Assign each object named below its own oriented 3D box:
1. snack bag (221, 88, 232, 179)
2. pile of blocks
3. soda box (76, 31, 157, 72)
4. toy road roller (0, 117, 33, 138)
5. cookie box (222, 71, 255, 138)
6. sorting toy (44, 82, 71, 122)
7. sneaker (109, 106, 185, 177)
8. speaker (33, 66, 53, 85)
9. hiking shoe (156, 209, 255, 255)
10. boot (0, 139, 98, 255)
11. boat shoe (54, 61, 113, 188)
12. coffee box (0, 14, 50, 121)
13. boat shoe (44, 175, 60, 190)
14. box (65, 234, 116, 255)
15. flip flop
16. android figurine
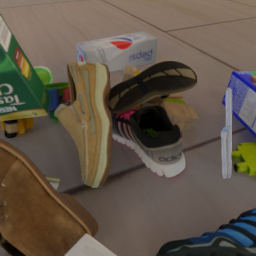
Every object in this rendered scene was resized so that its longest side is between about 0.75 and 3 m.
[{"bbox_3d":[1.773,0.088,5.049,0.161,1.508,1.422,1,-1,20],"label":"snack bag"},{"bbox_3d":[0.687,-0.667,7.394,1.124,0.851,2.737,-8,41,-34],"label":"pile of blocks"},{"bbox_3d":[-0.361,-2.638,9.852,2.766,0.944,0.877,-17,40,-22],"label":"soda box"},{"bbox_3d":[-2.780,-0.224,6.932,0.683,0.575,0.936,-14,43,-33],"label":"toy road roller"},{"bbox_3d":[3.847,-0.356,6.367,2.269,0.997,2.652,0,32,-12],"label":"cookie box"},{"bbox_3d":[-1.634,-0.686,7.453,2.066,0.848,1.241,11,24,41],"label":"sorting toy"},{"bbox_3d":[0.280,-0.115,6.250,0.986,1.169,2.672,-22,42,-26],"label":"sneaker"},{"bbox_3d":[-2.792,-1.343,7.892,0.661,0.661,1.494,15,25,19],"label":"speaker"},{"bbox_3d":[1.722,1.774,4.048,2.718,1.011,1.178,-6,14,3],"label":"hiking shoe"},{"bbox_3d":[-1.757,1.062,4.177,2.692,0.991,1.016,39,48,2],"label":"boot"},{"bbox_3d":[-0.990,-0.179,5.852,1.108,1.043,2.909,8,55,-22],"label":"boat shoe"},{"bbox_3d":[-2.784,-1.091,5.251,1.759,2.861,0.629,-6,61,2],"label":"coffee box"},{"bbox_3d":[-2.115,1.105,5.109,1.662,0.568,0.621,6,-9,-19],"label":"boat shoe"},{"bbox_3d":[-0.721,2.265,3.165,0.804,1.026,1.649,24,43,29],"label":"box"},{"bbox_3d":[0.526,-0.868,6.560,2.177,0.627,0.883,-24,63,4],"label":"flip flop"},{"bbox_3d":[2.799,0.664,5.977,1.196,0.246,1.089,-7,36,-3],"label":"android figurine"}]
